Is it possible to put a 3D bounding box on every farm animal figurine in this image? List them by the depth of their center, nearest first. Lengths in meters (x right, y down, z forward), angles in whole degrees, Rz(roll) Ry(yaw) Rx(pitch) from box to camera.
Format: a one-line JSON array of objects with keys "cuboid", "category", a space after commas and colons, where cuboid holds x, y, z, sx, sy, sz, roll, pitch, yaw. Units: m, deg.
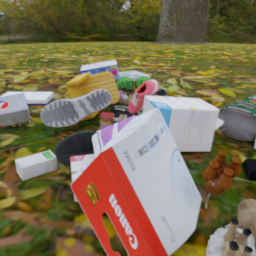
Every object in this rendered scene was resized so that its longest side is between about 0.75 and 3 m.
[{"cuboid": [2.549, 1.602, 4.604, 2.754, 1.436, 2.723, 9, 35, 6], "category": "farm animal figurine"}, {"cuboid": [0.324, -1.110, 12.165, 1.812, 0.911, 1.464, 5, 2, 21], "category": "farm animal figurine"}]

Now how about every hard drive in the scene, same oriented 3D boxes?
[{"cuboid": [-4.955, -1.447, 13.632, 2.278, 0.289, 1.503, 0, 21, 0], "category": "hard drive"}]

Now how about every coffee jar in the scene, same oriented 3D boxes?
[{"cuboid": [4.500, -0.460, 9.919, 2.737, 1.168, 1.428, -19, 29, -40], "category": "coffee jar"}]

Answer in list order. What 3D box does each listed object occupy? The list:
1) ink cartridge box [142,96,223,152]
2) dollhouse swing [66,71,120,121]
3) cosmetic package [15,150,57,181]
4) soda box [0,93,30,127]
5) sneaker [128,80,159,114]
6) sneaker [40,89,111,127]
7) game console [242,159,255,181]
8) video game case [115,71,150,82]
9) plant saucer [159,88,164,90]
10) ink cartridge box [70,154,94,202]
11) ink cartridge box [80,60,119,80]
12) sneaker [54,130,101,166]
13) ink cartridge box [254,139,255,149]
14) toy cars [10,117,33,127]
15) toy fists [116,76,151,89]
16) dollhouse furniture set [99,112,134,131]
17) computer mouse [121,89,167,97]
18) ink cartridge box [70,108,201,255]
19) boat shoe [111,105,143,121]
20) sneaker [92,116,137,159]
[{"cuboid": [1.627, -0.131, 8.607, 2.174, 1.362, 1.398, 2, 20, -13], "category": "ink cartridge box"}, {"cuboid": [-1.292, -1.284, 10.927, 1.393, 1.585, 1.440, -5, 26, 23], "category": "dollhouse swing"}, {"cuboid": [-2.392, 0.971, 7.333, 0.946, 0.401, 0.509, -15, 30, -36], "category": "cosmetic package"}, {"cuboid": [-4.723, -0.483, 9.747, 2.386, 0.814, 0.757, -14, 63, -20], "category": "soda box"}, {"cuboid": [0.349, -1.037, 9.159, 0.628, 1.447, 0.533, -3, 50, -50], "category": "sneaker"}, {"cuboid": [-1.837, -0.621, 10.082, 2.530, 0.945, 1.037, -17, 0, -10], "category": "sneaker"}, {"cuboid": [3.652, 1.365, 6.475, 1.533, 0.313, 2.598, 4, 20, 10], "category": "game console"}, {"cuboid": [-0.067, -3.473, 18.824, 2.389, 0.263, 2.177, -11, 24, -25], "category": "video game case"}, {"cuboid": [1.506, -1.971, 15.135, 0.985, 0.177, 0.985, 1, 21, 0], "category": "plant saucer"}, {"cuboid": [-0.915, 1.141, 6.567, 0.799, 0.465, 1.097, -5, 32, -12], "category": "ink cartridge box"}, {"cuboid": [-1.956, -3.410, 17.376, 2.660, 1.016, 1.815, -9, 22, -2], "category": "ink cartridge box"}, {"cuboid": [-0.881, 0.512, 8.046, 2.519, 0.951, 1.450, -15, -1, -21], "category": "sneaker"}, {"cuboid": [5.417, 0.268, 8.164, 1.885, 1.094, 2.612, -19, 28, -40], "category": "ink cartridge box"}, {"cuboid": [-4.578, -0.325, 10.627, 1.833, 0.406, 0.822, -3, 21, -8], "category": "toy cars"}, {"cuboid": [0.333, -2.554, 15.974, 2.015, 0.693, 1.027, -1, 14, 0], "category": "toy fists"}, {"cuboid": [-0.244, -0.009, 9.314, 1.488, 0.801, 0.605, 6, 18, 3], "category": "dollhouse furniture set"}, {"cuboid": [0.641, -1.535, 13.602, 2.314, 0.533, 1.625, -9, 24, -5], "category": "computer mouse"}, {"cuboid": [0.395, 1.070, 4.613, 0.639, 2.163, 2.702, -21, 12, 25], "category": "ink cartridge box"}, {"cuboid": [0.355, -0.604, 10.995, 2.080, 0.627, 0.786, -2, 17, -8], "category": "boat shoe"}, {"cuboid": [0.112, 0.569, 5.969, 1.534, 0.975, 2.690, -28, 36, 3], "category": "sneaker"}]
